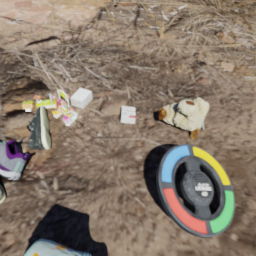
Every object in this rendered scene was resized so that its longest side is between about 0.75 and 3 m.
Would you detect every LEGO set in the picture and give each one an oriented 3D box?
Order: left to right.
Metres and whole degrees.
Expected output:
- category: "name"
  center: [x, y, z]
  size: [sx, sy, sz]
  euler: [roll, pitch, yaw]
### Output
- category: "LEGO set"
  center: [-3.246, -1.066, 11.767]
  size: [2.596, 0.966, 1.194]
  euler: [20, 49, 18]

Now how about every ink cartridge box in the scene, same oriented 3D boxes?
- category: "ink cartridge box"
  center: [-0.005, -0.535, 11.558]
  size: [0.577, 0.335, 0.800]
  euler: [7, 37, -5]

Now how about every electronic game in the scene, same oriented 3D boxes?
- category: "electronic game"
  center: [2.109, 1.822, 8.535]
  size: [2.875, 0.598, 2.875]
  euler: [15, 56, -23]

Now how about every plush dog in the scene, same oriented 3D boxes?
- category: "plush dog"
  center: [2.094, -0.473, 11.184]
  size: [1.670, 1.560, 1.944]
  euler: [17, 18, 34]

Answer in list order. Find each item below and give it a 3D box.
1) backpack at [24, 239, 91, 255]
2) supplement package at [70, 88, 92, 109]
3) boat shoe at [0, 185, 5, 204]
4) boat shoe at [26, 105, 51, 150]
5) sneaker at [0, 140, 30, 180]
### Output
- category: "backpack"
  center: [-1.550, 3.823, 5.721]
  size: [2.259, 2.947, 2.590]
  euler: [14, 48, 14]
- category: "supplement package"
  center: [-2.053, -1.306, 12.360]
  size: [0.615, 0.438, 0.789]
  euler: [19, 48, 18]
- category: "boat shoe"
  center: [-4.722, 1.798, 9.276]
  size: [0.668, 0.614, 1.869]
  euler: [-34, 53, -25]
- category: "boat shoe"
  center: [-3.503, -0.002, 10.797]
  size: [0.814, 0.917, 2.454]
  euler: [-16, 46, -5]
- category: "sneaker"
  center: [-4.534, 0.733, 9.860]
  size: [2.561, 0.953, 1.121]
  euler: [31, 88, 16]
